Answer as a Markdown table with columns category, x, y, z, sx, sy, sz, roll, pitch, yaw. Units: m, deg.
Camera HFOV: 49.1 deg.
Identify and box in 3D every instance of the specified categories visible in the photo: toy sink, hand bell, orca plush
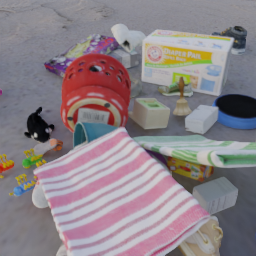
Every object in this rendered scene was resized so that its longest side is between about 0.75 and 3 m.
| category | x | y | z | sx | sy | sz | roll | pitch | yaw |
| --- | --- | --- | --- | --- | --- | --- | --- | --- | --- |
| toy sink | 0.554 | -0.476 | 7.899 | 0.712 | 0.612 | 1.092 | -3 | 25 | -27 |
| hand bell | 1.536 | -0.939 | 8.049 | 0.551 | 1.058 | 0.551 | -6 | 19 | 2 |
| orca plush | -2.494 | -0.224 | 7.811 | 0.812 | 0.549 | 1.544 | -6 | 36 | -8 |

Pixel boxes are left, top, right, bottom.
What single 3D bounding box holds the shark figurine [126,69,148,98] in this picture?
| category | x | y | z | sx | sy | sz | roll | pitch | yaw |
| --- | --- | --- | --- | --- | --- | --- | --- | --- | --- |
| shark figurine | 0.275 | -1.586 | 9.710 | 0.866 | 0.605 | 1.450 | 0 | 37 | -2 |

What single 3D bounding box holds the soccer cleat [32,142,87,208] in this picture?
| category | x | y | z | sx | sy | sz | roll | pitch | yaw |
| --- | --- | --- | --- | --- | --- | --- | --- | --- | --- |
| soccer cleat | -1.303 | 0.900 | 5.852 | 0.602 | 0.747 | 1.754 | 44 | 51 | -1 |

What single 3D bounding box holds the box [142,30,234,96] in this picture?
| category | x | y | z | sx | sy | sz | roll | pitch | yaw |
| --- | --- | --- | --- | --- | --- | --- | --- | --- | --- |
| box | 2.038 | -2.388 | 9.929 | 2.863 | 1.611 | 1.451 | 14 | 37 | 20 |

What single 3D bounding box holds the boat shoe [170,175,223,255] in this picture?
| category | x | y | z | sx | sy | sz | roll | pitch | yaw |
| --- | --- | --- | --- | --- | --- | --- | --- | --- | --- |
| boat shoe | 1.114 | 1.660 | 4.474 | 0.758 | 0.808 | 2.193 | -41 | 67 | -3 |

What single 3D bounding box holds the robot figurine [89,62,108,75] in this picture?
| category | x | y | z | sx | sy | sz | roll | pitch | yaw |
| --- | --- | --- | --- | --- | --- | --- | --- | --- | --- |
| robot figurine | -1.079 | -2.109 | 10.294 | 0.607 | 0.731 | 0.973 | 19 | 43 | 28 |

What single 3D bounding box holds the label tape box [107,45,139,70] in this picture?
| category | x | y | z | sx | sy | sz | roll | pitch | yaw |
| --- | --- | --- | --- | --- | --- | --- | --- | --- | --- |
| label tape box | -0.615 | -2.801 | 11.402 | 1.758 | 0.556 | 1.268 | -22 | 39 | -28 |

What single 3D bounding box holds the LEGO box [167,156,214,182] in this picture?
| category | x | y | z | sx | sy | sz | roll | pitch | yaw |
| --- | --- | --- | --- | --- | --- | --- | --- | --- | --- |
| LEGO box | 1.394 | 0.826 | 6.221 | 0.855 | 0.330 | 0.637 | 16 | 18 | 35 |

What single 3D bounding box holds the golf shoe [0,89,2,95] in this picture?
| category | x | y | z | sx | sy | sz | roll | pitch | yaw |
| --- | --- | --- | --- | --- | --- | --- | --- | --- | --- |
| golf shoe | -4.773 | -1.397 | 8.794 | 0.854 | 0.703 | 1.866 | 31 | 8 | 17 |

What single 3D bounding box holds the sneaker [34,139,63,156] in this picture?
| category | x | y | z | sx | sy | sz | roll | pitch | yaw |
| --- | --- | --- | --- | --- | --- | --- | --- | --- | --- |
| sneaker | -1.970 | 0.518 | 7.025 | 0.779 | 0.436 | 0.302 | -20 | 72 | 19 |

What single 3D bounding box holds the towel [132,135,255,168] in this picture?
| category | x | y | z | sx | sy | sz | roll | pitch | yaw |
| --- | --- | --- | --- | --- | --- | --- | --- | --- | --- |
| towel | 1.569 | 0.389 | 5.762 | 2.116 | 0.325 | 2.775 | 0 | 5 | -25 |

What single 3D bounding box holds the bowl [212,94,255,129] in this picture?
| category | x | y | z | sx | sy | sz | roll | pitch | yaw |
| --- | --- | --- | --- | --- | --- | --- | --- | --- | --- |
| bowl | 3.330 | -0.546 | 8.423 | 1.602 | 0.314 | 1.602 | -2 | 35 | 1 |

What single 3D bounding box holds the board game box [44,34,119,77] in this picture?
| category | x | y | z | sx | sy | sz | roll | pitch | yaw |
| --- | --- | --- | --- | --- | --- | --- | --- | --- | --- |
| board game box | -1.822 | -2.927 | 11.172 | 1.614 | 0.434 | 2.689 | 27 | 57 | 34 |

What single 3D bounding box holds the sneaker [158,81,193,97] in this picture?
| category | x | y | z | sx | sy | sz | roll | pitch | yaw |
| --- | --- | --- | --- | --- | --- | --- | --- | --- | --- |
| sneaker | 1.605 | -1.396 | 9.468 | 1.197 | 0.530 | 0.460 | 4 | 36 | 6 |

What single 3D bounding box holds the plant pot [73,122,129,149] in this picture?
| category | x | y | z | sx | sy | sz | roll | pitch | yaw |
| --- | --- | --- | --- | --- | --- | --- | --- | --- | --- |
| plant pot | -0.585 | 0.423 | 6.480 | 1.101 | 1.172 | 1.172 | -3 | 34 | -26 |

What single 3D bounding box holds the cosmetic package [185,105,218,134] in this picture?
| category | x | y | z | sx | sy | sz | roll | pitch | yaw |
| --- | --- | --- | --- | --- | --- | --- | --- | --- | --- |
| cosmetic package | 2.073 | -0.254 | 7.861 | 0.559 | 0.402 | 0.990 | 13 | 33 | 35 |

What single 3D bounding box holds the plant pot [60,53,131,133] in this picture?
| category | x | y | z | sx | sy | sz | roll | pitch | yaw |
| --- | --- | --- | --- | --- | --- | --- | --- | --- | --- |
| plant pot | -0.868 | -0.742 | 7.479 | 1.901 | 1.901 | 1.731 | 0 | 45 | -1 |

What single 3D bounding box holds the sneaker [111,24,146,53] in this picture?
| category | x | y | z | sx | sy | sz | roll | pitch | yaw |
| --- | --- | --- | --- | --- | --- | --- | --- | --- | --- |
| sneaker | 0.109 | -3.457 | 11.348 | 0.769 | 0.904 | 2.043 | -22 | -11 | 35 |

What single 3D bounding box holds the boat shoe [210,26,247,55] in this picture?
| category | x | y | z | sx | sy | sz | roll | pitch | yaw |
| --- | --- | --- | --- | --- | --- | --- | --- | --- | --- |
| boat shoe | 4.712 | -4.340 | 13.132 | 0.824 | 1.057 | 2.328 | -13 | 38 | -17 |

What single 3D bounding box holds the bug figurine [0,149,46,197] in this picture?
| category | x | y | z | sx | sy | sz | roll | pitch | yaw |
| --- | --- | --- | --- | --- | --- | --- | --- | --- | --- |
| bug figurine | -2.316 | 0.986 | 6.276 | 1.136 | 0.377 | 1.465 | -23 | 37 | -38 |

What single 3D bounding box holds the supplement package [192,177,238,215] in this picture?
| category | x | y | z | sx | sy | sz | roll | pitch | yaw |
| --- | --- | --- | --- | --- | --- | --- | --- | --- | --- |
| supplement package | 1.736 | 1.379 | 5.642 | 0.766 | 0.449 | 0.448 | -14 | 35 | -19 |

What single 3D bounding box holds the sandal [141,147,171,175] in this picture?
| category | x | y | z | sx | sy | sz | roll | pitch | yaw |
| --- | --- | --- | --- | --- | --- | --- | --- | --- | --- |
| sandal | 0.494 | 1.021 | 5.899 | 1.011 | 0.611 | 2.485 | 10 | 33 | -4 |

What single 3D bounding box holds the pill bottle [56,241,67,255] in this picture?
| category | x | y | z | sx | sy | sz | roll | pitch | yaw |
| --- | --- | --- | --- | --- | --- | --- | --- | --- | --- |
| pill bottle | -0.755 | 2.078 | 4.347 | 0.743 | 0.743 | 1.314 | 6 | 32 | 9 |

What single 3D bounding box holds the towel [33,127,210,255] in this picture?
| category | x | y | z | sx | sy | sz | roll | pitch | yaw |
| --- | --- | --- | --- | --- | --- | --- | --- | --- | --- |
| towel | -0.310 | 1.006 | 4.565 | 1.981 | 0.405 | 2.707 | -26 | 40 | -17 |
